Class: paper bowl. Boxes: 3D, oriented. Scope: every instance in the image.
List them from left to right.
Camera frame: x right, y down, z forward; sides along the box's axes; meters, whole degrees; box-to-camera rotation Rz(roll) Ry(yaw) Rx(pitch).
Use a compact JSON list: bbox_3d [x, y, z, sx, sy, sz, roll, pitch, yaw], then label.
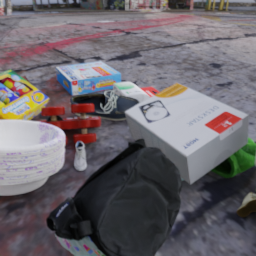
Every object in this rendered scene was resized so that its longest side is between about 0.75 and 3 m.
[{"bbox_3d":[-2.957,0.735,7.078,2.624,1.365,2.624,7,14,-2],"label":"paper bowl"}]

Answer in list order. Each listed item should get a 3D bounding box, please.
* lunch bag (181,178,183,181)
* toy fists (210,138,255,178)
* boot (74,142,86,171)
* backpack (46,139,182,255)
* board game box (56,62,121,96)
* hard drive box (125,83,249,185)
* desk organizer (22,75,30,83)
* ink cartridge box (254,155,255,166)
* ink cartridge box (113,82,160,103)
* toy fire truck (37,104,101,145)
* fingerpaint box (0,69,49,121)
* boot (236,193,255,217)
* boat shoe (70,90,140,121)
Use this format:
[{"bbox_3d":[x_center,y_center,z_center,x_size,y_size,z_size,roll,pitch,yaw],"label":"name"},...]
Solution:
[{"bbox_3d":[1.132,1.208,7.498,0.653,0.467,0.766,-20,38,-28],"label":"lunch bag"},{"bbox_3d":[2.537,0.358,8.544,1.481,0.999,2.905,-20,33,-33],"label":"toy fists"},{"bbox_3d":[-1.432,0.800,8.239,0.368,0.479,1.002,-6,29,-11],"label":"boot"},{"bbox_3d":[-0.308,1.523,4.770,1.535,2.426,2.024,48,49,-3],"label":"backpack"},{"bbox_3d":[-2.069,-2.593,14.295,2.571,0.734,2.626,-13,31,-24],"label":"board game box"},{"bbox_3d":[1.521,-0.019,7.714,2.073,1.022,2.660,-31,39,-19],"label":"hard drive box"},{"bbox_3d":[-5.081,-2.047,13.525,0.561,0.522,1.457,-16,32,-23],"label":"desk organizer"},{"bbox_3d":[3.740,-0.446,6.152,1.625,2.790,0.941,-23,33,-38],"label":"ink cartridge box"},{"bbox_3d":[0.535,-1.707,12.936,2.064,0.517,1.661,-12,31,-19],"label":"ink cartridge box"},{"bbox_3d":[-2.000,-0.123,9.470,2.230,1.250,1.872,-5,4,-9],"label":"toy fire truck"},{"bbox_3d":[-4.407,-0.990,10.270,1.937,0.852,2.322,38,33,-1],"label":"fingerpaint box"},{"bbox_3d":[2.873,1.674,6.396,0.282,0.783,0.606,48,42,11],"label":"boot"},{"bbox_3d":[-0.840,-0.918,10.613,2.693,0.833,1.008,5,67,5],"label":"boat shoe"}]
